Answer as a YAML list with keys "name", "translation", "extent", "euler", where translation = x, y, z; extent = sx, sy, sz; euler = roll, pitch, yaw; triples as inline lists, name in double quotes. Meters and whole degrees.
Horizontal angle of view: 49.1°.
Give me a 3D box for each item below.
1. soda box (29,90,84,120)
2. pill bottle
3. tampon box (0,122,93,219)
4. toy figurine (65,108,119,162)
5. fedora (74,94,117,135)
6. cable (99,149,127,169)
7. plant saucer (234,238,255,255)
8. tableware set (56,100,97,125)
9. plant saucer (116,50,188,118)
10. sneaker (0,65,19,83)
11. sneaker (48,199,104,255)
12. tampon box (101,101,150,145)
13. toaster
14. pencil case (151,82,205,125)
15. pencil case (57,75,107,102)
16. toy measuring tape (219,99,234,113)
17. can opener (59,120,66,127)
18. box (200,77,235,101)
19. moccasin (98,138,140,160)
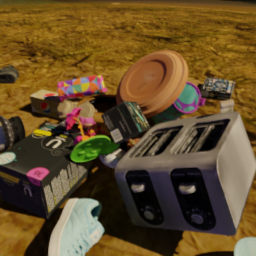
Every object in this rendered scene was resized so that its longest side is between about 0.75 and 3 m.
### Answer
- name: "soda box"
  translation: [-2.970, -0.946, 11.991]
  extent: [2.445, 0.783, 0.828]
  euler: [14, 33, 23]
- name: "pill bottle"
  translation: [-4.679, 0.257, 9.449]
  extent: [2.138, 1.196, 1.196]
  euler: [-18, 35, -35]
- name: "tampon box"
  translation: [-2.299, 1.086, 7.977]
  extent: [1.681, 1.416, 2.242]
  euler: [13, 33, 21]
- name: "toy figurine"
  translation: [-1.143, 0.055, 7.881]
  extent: [1.524, 1.144, 1.403]
  euler: [-1, 52, -42]
- name: "fedora"
  translation: [-0.820, -0.478, 10.918]
  extent: [2.625, 1.071, 2.625]
  euler: [-1, 26, 0]
- name: "cable"
  translation: [-0.394, 0.897, 8.505]
  extent: [0.980, 0.339, 0.981]
  euler: [15, 16, -7]
- name: "plant saucer"
  translation: [2.927, 3.124, 4.890]
  extent: [2.621, 0.505, 2.621]
  euler: [23, 19, -9]
- name: "tableware set"
  translation: [-2.253, -0.131, 10.097]
  extent: [1.901, 0.264, 2.276]
  euler: [22, 74, 36]
- name: "plant saucer"
  translation: [0.688, -1.572, 9.553]
  extent: [2.733, 0.441, 2.733]
  euler: [-22, 49, 27]
- name: "sneaker"
  translation: [-7.010, -2.994, 15.457]
  extent: [2.059, 0.787, 1.179]
  euler: [4, 29, 1]
- name: "sneaker"
  translation: [-1.071, 2.409, 6.226]
  extent: [0.967, 0.872, 2.360]
  euler: [-8, 31, 7]
- name: "tampon box"
  translation: [-0.037, -0.164, 8.008]
  extent: [0.798, 0.947, 1.264]
  euler: [-28, -5, 18]
- name: "toaster"
  translation: [1.566, 0.988, 6.964]
  extent: [2.700, 1.772, 2.986]
  euler: [-8, 22, 39]
- name: "pencil case"
  translation: [1.656, -0.772, 10.107]
  extent: [1.195, 1.100, 2.586]
  euler: [23, -13, -5]
- name: "pencil case"
  translation: [-1.876, -1.586, 11.349]
  extent: [1.938, 0.856, 0.856]
  euler: [-7, 31, 0]
- name: "toy measuring tape"
  translation: [2.921, 0.458, 7.910]
  extent: [1.100, 2.989, 1.100]
  euler: [-10, 55, 14]
- name: "can opener"
  translation: [-2.276, 0.188, 9.762]
  extent: [0.330, 0.413, 1.236]
  euler: [-15, 39, 19]
- name: "box"
  translation: [4.494, -1.981, 14.063]
  extent: [1.457, 0.422, 1.833]
  euler: [12, 33, 20]
- name: "moccasin"
  translation: [-0.008, 0.671, 9.107]
  extent: [2.031, 0.743, 0.784]
  euler: [-1, -11, -2]
